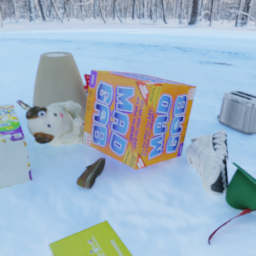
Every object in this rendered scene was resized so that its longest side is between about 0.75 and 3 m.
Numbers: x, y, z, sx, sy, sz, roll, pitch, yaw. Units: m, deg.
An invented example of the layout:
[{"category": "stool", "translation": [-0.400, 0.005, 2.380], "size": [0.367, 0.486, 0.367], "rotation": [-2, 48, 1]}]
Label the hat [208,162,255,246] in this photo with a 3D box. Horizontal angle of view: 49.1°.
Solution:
[{"category": "hat", "translation": [2.606, 1.913, 6.836], "size": [1.863, 1.640, 1.543], "rotation": [33, 11, -32]}]

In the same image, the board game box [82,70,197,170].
[{"category": "board game box", "translation": [0.314, -0.403, 8.698], "size": [2.342, 2.340, 2.340], "rotation": [22, 20, 39]}]

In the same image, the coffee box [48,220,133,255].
[{"category": "coffee box", "translation": [-0.567, 2.433, 4.610], "size": [1.111, 1.099, 1.109], "rotation": [-14, 28, -28]}]

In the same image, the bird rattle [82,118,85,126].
[{"category": "bird rattle", "translation": [-1.228, -0.114, 10.327], "size": [0.998, 0.690, 1.225], "rotation": [-8, -16, -22]}]

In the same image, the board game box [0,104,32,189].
[{"category": "board game box", "translation": [-3.924, 0.455, 8.429], "size": [1.432, 1.458, 2.781], "rotation": [-11, 28, -25]}]

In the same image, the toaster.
[{"category": "toaster", "translation": [4.446, -0.672, 11.058], "size": [1.145, 1.301, 2.014], "rotation": [-13, 28, -27]}]

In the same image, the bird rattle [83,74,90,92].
[{"category": "bird rattle", "translation": [-1.080, -1.320, 11.648], "size": [1.246, 1.803, 2.212], "rotation": [-3, 6, 4]}]

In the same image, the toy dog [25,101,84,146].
[{"category": "toy dog", "translation": [-2.396, -0.128, 8.964], "size": [2.029, 1.460, 2.093], "rotation": [-16, -8, 8]}]

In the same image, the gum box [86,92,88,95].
[{"category": "gum box", "translation": [-2.844, -1.947, 14.967], "size": [1.207, 0.317, 1.421], "rotation": [-7, 26, -15]}]

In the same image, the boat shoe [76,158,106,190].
[{"category": "boat shoe", "translation": [-1.042, 1.216, 7.989], "size": [0.440, 0.466, 1.295], "rotation": [9, 26, 16]}]

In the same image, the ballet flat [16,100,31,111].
[{"category": "ballet flat", "translation": [-4.188, -0.858, 11.330], "size": [0.278, 0.803, 0.286], "rotation": [-40, 59, -1]}]

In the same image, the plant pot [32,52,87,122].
[{"category": "plant pot", "translation": [-2.868, -1.736, 11.699], "size": [2.495, 2.664, 2.495], "rotation": [1, 25, 0]}]

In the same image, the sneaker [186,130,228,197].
[{"category": "sneaker", "translation": [2.245, 0.973, 8.023], "size": [1.202, 1.114, 2.966], "rotation": [-3, 18, 20]}]
